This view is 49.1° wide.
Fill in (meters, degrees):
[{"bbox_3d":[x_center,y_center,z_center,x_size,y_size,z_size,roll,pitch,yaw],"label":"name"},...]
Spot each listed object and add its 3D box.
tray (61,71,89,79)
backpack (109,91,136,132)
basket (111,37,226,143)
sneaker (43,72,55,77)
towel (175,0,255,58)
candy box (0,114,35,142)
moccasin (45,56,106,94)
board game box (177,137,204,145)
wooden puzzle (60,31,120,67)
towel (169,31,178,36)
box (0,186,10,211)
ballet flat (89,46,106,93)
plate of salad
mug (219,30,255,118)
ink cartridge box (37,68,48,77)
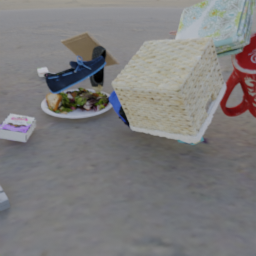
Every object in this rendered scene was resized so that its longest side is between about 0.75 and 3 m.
[{"bbox_3d":[-2.653,-2.881,14.940,2.217,0.246,1.190,-10,32,-18],"label":"tray"},{"bbox_3d":[0.080,-0.822,9.293,1.292,1.590,1.334,-44,55,4],"label":"backpack"},{"bbox_3d":[1.135,-1.065,7.427,2.190,1.762,2.171,12,54,37],"label":"basket"},{"bbox_3d":[-4.084,-2.679,14.526,0.810,0.286,0.402,6,32,13],"label":"sneaker"},{"bbox_3d":[2.461,-2.940,8.277,2.415,0.581,2.067,-2,63,45],"label":"towel"},{"bbox_3d":[-3.648,-0.011,9.237,0.898,0.383,1.071,9,28,-5],"label":"candy box"},{"bbox_3d":[-1.548,-1.672,8.228,1.872,0.638,0.753,-32,22,-9],"label":"moccasin"},{"bbox_3d":[1.621,-0.355,8.631,0.402,1.712,1.292,-29,-21,26],"label":"board game box"},{"bbox_3d":[-1.621,-3.335,12.135,2.153,1.992,0.401,6,66,45],"label":"wooden puzzle"},{"bbox_3d":[2.023,-3.492,10.328,0.776,0.125,0.741,-7,13,-35],"label":"towel"},{"bbox_3d":[-3.565,1.659,6.708,1.026,0.271,1.316,-21,34,-32],"label":"box"},{"bbox_3d":[-1.187,-2.301,11.171,0.623,1.876,0.533,-14,30,-35],"label":"ballet flat"},{"bbox_3d":[-2.033,-1.171,11.364,2.927,0.703,2.927,0,28,0],"label":"plate of salad"},{"bbox_3d":[4.012,-1.289,8.388,2.407,2.712,1.809,-50,49,3],"label":"mug"},{"bbox_3d":[-4.558,-2.961,15.017,0.516,0.297,0.881,-11,30,-18],"label":"ink cartridge box"}]
